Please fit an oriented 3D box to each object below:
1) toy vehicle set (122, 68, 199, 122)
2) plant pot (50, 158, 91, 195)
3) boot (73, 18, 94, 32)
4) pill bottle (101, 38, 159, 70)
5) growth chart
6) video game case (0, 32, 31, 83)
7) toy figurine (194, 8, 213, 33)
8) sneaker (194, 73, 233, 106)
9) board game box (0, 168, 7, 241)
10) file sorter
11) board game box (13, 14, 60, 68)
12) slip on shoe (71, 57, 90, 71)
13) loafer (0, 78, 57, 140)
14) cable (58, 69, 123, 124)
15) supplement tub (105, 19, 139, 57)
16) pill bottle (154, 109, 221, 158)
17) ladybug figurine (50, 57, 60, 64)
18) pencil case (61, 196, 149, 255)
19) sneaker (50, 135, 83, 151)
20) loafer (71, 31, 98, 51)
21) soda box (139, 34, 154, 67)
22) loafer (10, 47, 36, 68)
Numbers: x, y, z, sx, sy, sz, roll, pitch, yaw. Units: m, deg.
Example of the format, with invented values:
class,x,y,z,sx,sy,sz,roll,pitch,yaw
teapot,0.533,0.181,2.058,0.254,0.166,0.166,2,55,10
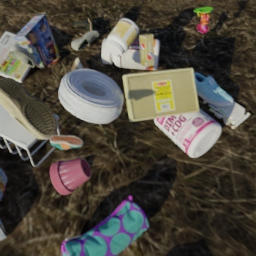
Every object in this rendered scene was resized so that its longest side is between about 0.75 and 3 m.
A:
class,x,y,z,sx,sy,sz,roll,pitch,yaw
toy vehicle set,1.157,-1.141,9.626,2.517,0.334,1.564,-8,91,-16
plant pot,-1.435,1.179,7.236,0.796,0.889,0.889,-25,50,11
boot,-2.629,-5.882,16.508,1.144,0.640,1.654,-12,37,-5
pill bottle,0.143,-3.735,14.007,2.741,1.502,1.502,6,50,6
growth chart,4.325,-0.845,12.413,1.446,0.177,1.998,-27,54,-21
video game case,-5.773,-3.591,14.088,2.129,0.268,2.339,20,69,6
toy figurine,3.108,-4.351,11.472,0.755,0.925,1.005,-7,30,5
sneaker,3.665,-1.765,12.517,0.853,0.946,2.309,-34,49,-25
board game box,-5.149,2.606,9.009,2.796,0.863,2.797,-28,55,-21
file sorter,-4.034,0.121,10.686,2.461,1.533,1.708,24,52,18
board game box,-3.765,-3.484,11.501,0.575,1.863,1.862,-2,31,21
slip on shoe,-2.096,-2.320,13.349,0.745,0.935,2.459,-40,61,19
loafer,-3.559,-0.595,9.823,2.704,0.923,1.023,47,52,6
cable,-1.175,-1.089,9.331,2.192,0.759,2.192,41,37,19
supplement tub,-0.268,-3.758,11.721,0.977,0.977,1.343,27,74,21
pill bottle,2.052,-0.317,11.005,1.612,1.612,2.844,-29,55,-23
ladybug figurine,-4.107,-3.638,14.652,1.090,0.392,0.740,1,49,0
pencil case,-0.675,3.218,8.305,2.581,1.098,1.193,-29,91,-24
sneaker,-1.388,0.360,6.360,0.758,0.303,0.271,8,46,5
loafer,-2.305,-4.807,15.550,1.776,0.621,0.620,-39,63,-19
soda box,0.602,-2.493,9.007,0.335,0.989,0.316,-22,32,-30
loafer,-3.958,-2.697,10.675,0.483,1.380,0.482,-4,82,17
